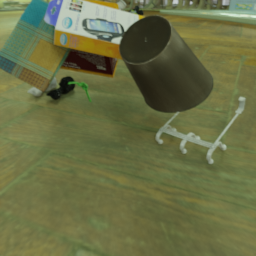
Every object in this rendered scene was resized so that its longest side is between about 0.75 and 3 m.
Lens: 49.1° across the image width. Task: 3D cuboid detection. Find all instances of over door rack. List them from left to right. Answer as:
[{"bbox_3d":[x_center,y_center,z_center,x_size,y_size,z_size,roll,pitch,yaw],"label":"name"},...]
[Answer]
[{"bbox_3d":[2.538,-0.123,9.672,2.054,0.926,2.780,20,56,33],"label":"over door rack"}]

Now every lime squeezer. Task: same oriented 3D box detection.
[{"bbox_3d":[-1.506,-1.278,8.913,0.223,1.182,0.417,15,75,33],"label":"lime squeezer"}]

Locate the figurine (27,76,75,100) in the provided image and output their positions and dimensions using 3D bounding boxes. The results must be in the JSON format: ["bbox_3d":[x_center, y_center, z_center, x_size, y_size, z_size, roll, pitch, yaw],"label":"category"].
[{"bbox_3d":[-3.686,-1.898,13.391,1.728,0.744,1.686,9,35,18],"label":"figurine"}]

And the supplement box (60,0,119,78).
[{"bbox_3d":[-1.656,-3.462,10.952,2.464,2.498,1.659,11,71,7],"label":"supplement box"}]

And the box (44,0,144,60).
[{"bbox_3d":[-0.919,-2.978,8.404,2.990,0.620,1.780,9,52,-10],"label":"box"}]

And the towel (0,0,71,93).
[{"bbox_3d":[-2.831,-2.695,8.988,1.938,2.643,0.287,28,-5,1],"label":"towel"}]

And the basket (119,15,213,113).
[{"bbox_3d":[0.912,-1.600,7.324,2.149,2.383,1.621,-4,68,27],"label":"basket"}]

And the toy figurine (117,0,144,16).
[{"bbox_3d":[-0.101,-4.531,12.756,1.423,2.013,2.045,-46,54,-4],"label":"toy figurine"}]
